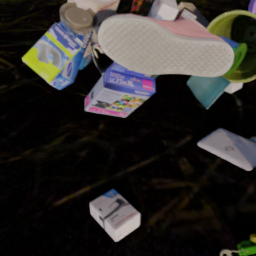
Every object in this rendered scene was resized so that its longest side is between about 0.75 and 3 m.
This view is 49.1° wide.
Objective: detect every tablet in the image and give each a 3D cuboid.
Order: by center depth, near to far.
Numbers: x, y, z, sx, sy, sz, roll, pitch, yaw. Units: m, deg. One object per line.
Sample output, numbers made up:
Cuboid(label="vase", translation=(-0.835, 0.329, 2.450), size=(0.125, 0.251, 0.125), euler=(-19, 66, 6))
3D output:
Cuboid(label="tablet", translation=(3.420, 0.629, 9.101), size=(1.302, 0.137, 2.001), euler=(-28, 35, -26))

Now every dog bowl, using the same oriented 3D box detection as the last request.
Cuboid(label="dog bowl", translation=(-1.609, -3.487, 9.014), size=(1.214, 0.356, 1.214), euler=(10, 56, -16))

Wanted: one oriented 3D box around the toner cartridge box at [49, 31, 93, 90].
Cuboid(label="toner cartridge box", translation=(-1.943, -2.414, 9.584), size=(1.022, 0.465, 2.153), euler=(-15, 52, 50))

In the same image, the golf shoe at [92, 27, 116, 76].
Cuboid(label="golf shoe", translation=(-0.768, -2.639, 9.507), size=(0.922, 1.169, 2.539), euler=(-31, 61, 16))

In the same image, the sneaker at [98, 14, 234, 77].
Cuboid(label="sneaker", translation=(0.786, -1.964, 6.438), size=(2.952, 1.111, 1.543), euler=(8, 33, -9))

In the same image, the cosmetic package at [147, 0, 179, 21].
Cuboid(label="cosmetic package", translation=(0.905, -3.647, 10.908), size=(0.719, 2.840, 1.172), euler=(14, 44, -18))

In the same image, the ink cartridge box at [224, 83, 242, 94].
Cuboid(label="ink cartridge box", translation=(4.572, -2.386, 13.098), size=(0.996, 0.991, 1.371), euler=(-26, 42, -33))

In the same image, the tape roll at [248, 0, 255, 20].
Cuboid(label="tape roll", translation=(5.431, -4.642, 10.823), size=(1.401, 1.401, 0.460), euler=(0, 30, -1))

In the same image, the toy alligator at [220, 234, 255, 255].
Cuboid(label="toy alligator", translation=(2.756, 2.630, 6.197), size=(1.731, 0.513, 0.470), euler=(-6, -7, -7))

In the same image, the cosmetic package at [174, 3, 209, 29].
Cuboid(label="cosmetic package", translation=(3.035, -3.913, 11.887), size=(2.777, 0.987, 1.461), euler=(52, 36, 7))

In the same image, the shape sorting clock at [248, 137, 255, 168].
Cuboid(label="shape sorting clock", translation=(4.770, 0.820, 8.866), size=(2.158, 0.423, 2.158), euler=(0, 34, 0))

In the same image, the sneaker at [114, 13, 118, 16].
Cuboid(label="sneaker", translation=(-0.387, -4.786, 13.233), size=(0.951, 0.866, 2.318), euler=(39, 27, 4))

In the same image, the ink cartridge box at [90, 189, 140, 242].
Cuboid(label="ink cartridge box", translation=(-0.329, 2.123, 6.909), size=(0.774, 0.451, 1.070), euler=(-25, 41, -32))

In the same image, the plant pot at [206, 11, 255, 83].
Cuboid(label="plant pot", translation=(4.228, -3.147, 10.136), size=(2.422, 2.422, 2.300), euler=(21, 39, 28))

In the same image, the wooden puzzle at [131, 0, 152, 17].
Cuboid(label="wooden puzzle", translation=(0.662, -5.704, 12.643), size=(1.047, 1.766, 0.124), euler=(-23, 64, -26))

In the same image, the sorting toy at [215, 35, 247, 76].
Cuboid(label="sorting toy", translation=(2.729, -2.198, 8.646), size=(2.179, 1.309, 0.894), euler=(-30, 57, -33))

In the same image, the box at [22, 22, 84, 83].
Cuboid(label="box", translation=(-1.969, -2.048, 7.498), size=(1.495, 0.912, 0.356), euler=(-51, 15, -9))

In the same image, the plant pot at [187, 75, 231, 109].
Cuboid(label="plant pot", translation=(2.126, -1.151, 7.618), size=(0.897, 0.955, 0.955), euler=(43, 47, 10))

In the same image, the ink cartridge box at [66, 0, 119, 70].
Cuboid(label="ink cartridge box", translation=(-1.562, -4.132, 11.172), size=(1.220, 2.895, 2.113), euler=(31, 44, 3))

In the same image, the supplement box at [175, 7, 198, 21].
Cuboid(label="supplement box", translation=(1.857, -3.497, 10.144), size=(0.632, 0.814, 1.475), euler=(30, 67, -6))

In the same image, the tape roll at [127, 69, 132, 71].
Cuboid(label="tape roll", translation=(0.039, -2.719, 13.671), size=(1.324, 0.909, 1.324), euler=(0, 35, 0))

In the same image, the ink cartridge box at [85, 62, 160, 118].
Cuboid(label="ink cartridge box", translation=(-0.222, -0.950, 7.756), size=(1.376, 2.306, 0.484), euler=(8, 66, -24))
